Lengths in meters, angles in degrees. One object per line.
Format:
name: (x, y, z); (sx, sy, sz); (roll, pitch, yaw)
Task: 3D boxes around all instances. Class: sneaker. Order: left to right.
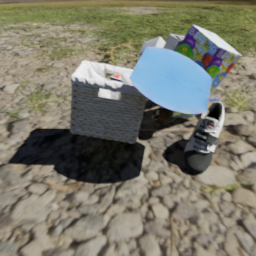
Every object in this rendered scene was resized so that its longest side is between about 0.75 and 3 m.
sneaker: (1.209, -0.477, 9.727); (0.463, 1.226, 0.432); (5, 68, -13)
sneaker: (2.305, 0.205, 8.464); (0.883, 1.055, 2.384); (17, 65, 18)

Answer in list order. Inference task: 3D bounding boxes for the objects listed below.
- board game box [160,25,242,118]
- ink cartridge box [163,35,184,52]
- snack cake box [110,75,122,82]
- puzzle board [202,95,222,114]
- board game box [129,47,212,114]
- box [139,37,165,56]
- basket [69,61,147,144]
board game box: (2.326, -1.897, 10.087); (1.505, 2.870, 1.478); (-1, 45, -42)
ink cartridge box: (2.067, -2.325, 11.445); (2.742, 2.775, 0.652); (-12, 47, -43)
snack cake box: (-0.078, -2.251, 13.794); (1.482, 0.498, 0.852); (23, 40, 34)
puzzle board: (3.087, -1.000, 11.481); (0.944, 0.109, 1.253); (-42, 32, -6)
board game box: (1.194, -1.227, 7.944); (2.189, 0.539, 2.770); (25, 45, 0)
box: (1.295, -3.083, 11.841); (0.989, 1.299, 0.691); (4, 67, 53)
basket: (-0.579, -0.878, 8.703); (2.200, 1.786, 2.220); (10, 25, -3)
